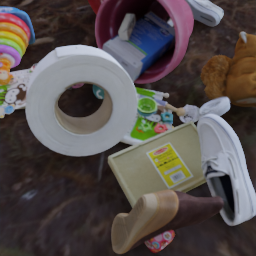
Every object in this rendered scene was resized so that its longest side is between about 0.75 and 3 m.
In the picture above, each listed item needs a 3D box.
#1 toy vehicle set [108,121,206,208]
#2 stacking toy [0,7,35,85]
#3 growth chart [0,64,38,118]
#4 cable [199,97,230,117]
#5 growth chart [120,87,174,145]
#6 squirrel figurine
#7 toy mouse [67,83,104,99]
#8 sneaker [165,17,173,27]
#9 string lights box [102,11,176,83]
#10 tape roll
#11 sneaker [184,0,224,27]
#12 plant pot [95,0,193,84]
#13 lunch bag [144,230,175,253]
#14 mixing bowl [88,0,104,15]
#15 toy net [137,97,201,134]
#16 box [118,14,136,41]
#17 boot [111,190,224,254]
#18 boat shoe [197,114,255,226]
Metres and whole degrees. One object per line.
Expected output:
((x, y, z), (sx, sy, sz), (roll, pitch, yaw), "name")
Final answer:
((0.987, 0.940, 7.137), (2.572, 0.341, 1.598), (-22, 60, -17), "toy vehicle set")
((-4.170, -2.599, 9.514), (1.622, 1.534, 2.796), (-4, 60, -5), "stacking toy")
((-3.853, -1.224, 9.053), (2.976, 0.264, 2.153), (-16, 54, -11), "growth chart")
((2.271, -0.506, 7.334), (0.811, 0.281, 0.811), (-24, 15, 19), "cable")
((0.530, -0.337, 8.370), (1.713, 0.210, 2.368), (8, 52, 5), "growth chart")
((3.239, -1.754, 8.327), (2.182, 1.544, 2.036), (-2, 81, 20), "squirrel figurine")
((-1.305, -1.396, 8.571), (2.649, 0.513, 2.354), (4, 38, -38), "toy mouse")
((1.697, -4.387, 11.112), (0.866, 1.001, 2.309), (23, 54, 19), "sneaker")
((0.451, -2.742, 9.301), (1.329, 0.762, 2.586), (39, 58, 10), "string lights box")
((-1.144, -0.642, 6.944), (2.669, 2.669, 0.934), (-13, 31, -10), "tape roll")
((2.962, -5.028, 11.757), (2.194, 0.801, 0.777), (38, 68, 14), "sneaker")
((0.818, -3.229, 9.235), (2.910, 2.910, 2.604), (26, 40, 20), "plant pot")
((0.603, 2.226, 6.199), (0.730, 0.339, 0.828), (-27, 57, -27), "lunch bag")
((-0.347, -5.105, 11.265), (2.822, 1.528, 2.822), (-2, 47, 2), "mixing bowl")
((1.273, -0.380, 8.078), (2.092, 0.404, 1.097), (-2, 50, -6), "toy net")
((-0.027, -3.086, 8.570), (0.284, 0.341, 0.829), (11, 63, 16), "box")
((0.718, 1.974, 5.685), (1.748, 2.101, 0.760), (9, 46, -23), "boot")
((2.101, 0.895, 6.292), (0.825, 0.929, 2.525), (-13, 75, -36), "boat shoe")
